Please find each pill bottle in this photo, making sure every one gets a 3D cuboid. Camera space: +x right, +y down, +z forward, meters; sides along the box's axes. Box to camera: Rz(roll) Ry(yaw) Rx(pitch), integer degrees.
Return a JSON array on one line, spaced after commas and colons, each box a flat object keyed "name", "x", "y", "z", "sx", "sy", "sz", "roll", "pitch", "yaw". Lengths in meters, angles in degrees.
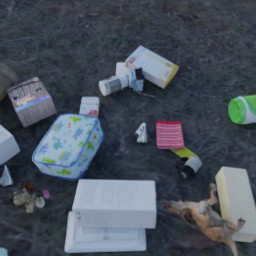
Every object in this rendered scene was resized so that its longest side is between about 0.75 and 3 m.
[{"name": "pill bottle", "x": -0.722, "y": -2.186, "z": 14.123, "sx": 1.343, "sy": 0.759, "sz": 0.759, "roll": -24, "pitch": 53, "yaw": -19}]

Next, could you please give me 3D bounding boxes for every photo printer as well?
[{"name": "photo printer", "x": 0.035, "y": -3.005, "z": 15.014, "sx": 1.344, "sy": 0.467, "sz": 1.118, "roll": 2, "pitch": 52, "yaw": 1}]

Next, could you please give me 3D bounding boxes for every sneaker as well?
[{"name": "sneaker", "x": -4.875, "y": 1.879, "z": 10.904, "sx": 0.534, "sy": 0.347, "sz": 0.925, "roll": -24, "pitch": 54, "yaw": -16}, {"name": "sneaker", "x": 0.540, "y": 0.139, "z": 12.333, "sx": 0.519, "sy": 0.435, "sz": 1.173, "roll": 0, "pitch": 49, "yaw": -3}]

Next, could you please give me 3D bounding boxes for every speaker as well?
[{"name": "speaker", "x": 6.200, "y": -0.946, "z": 12.731, "sx": 2.969, "sy": 1.313, "sz": 1.313, "roll": -9, "pitch": 50, "yaw": -8}]

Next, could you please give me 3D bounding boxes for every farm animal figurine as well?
[{"name": "farm animal figurine", "x": -3.446, "y": 2.584, "z": 10.063, "sx": 1.201, "sy": 0.604, "sz": 0.970, "roll": 19, "pitch": 45, "yaw": 26}]

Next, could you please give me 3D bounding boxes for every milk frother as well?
[{"name": "milk frother", "x": 2.330, "y": 1.398, "z": 10.843, "sx": 0.850, "sy": 0.942, "sz": 0.886, "roll": 36, "pitch": 62, "yaw": 18}]

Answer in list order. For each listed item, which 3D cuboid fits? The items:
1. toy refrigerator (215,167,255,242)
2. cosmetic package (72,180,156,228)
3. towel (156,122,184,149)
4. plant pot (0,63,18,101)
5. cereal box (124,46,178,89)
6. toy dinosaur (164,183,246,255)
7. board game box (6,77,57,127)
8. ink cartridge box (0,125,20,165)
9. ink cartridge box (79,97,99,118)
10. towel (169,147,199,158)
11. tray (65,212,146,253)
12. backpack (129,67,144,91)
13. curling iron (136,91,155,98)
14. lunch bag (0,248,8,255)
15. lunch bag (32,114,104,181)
[{"name": "toy refrigerator", "x": 3.813, "y": 2.668, "z": 9.911, "sx": 0.923, "sy": 0.850, "sz": 2.430, "roll": 7, "pitch": 50, "yaw": -3}, {"name": "cosmetic package", "x": -0.419, "y": 2.567, "z": 9.538, "sx": 2.666, "sy": 0.950, "sz": 1.352, "roll": 1, "pitch": 35, "yaw": 2}, {"name": "towel", "x": 1.816, "y": 0.292, "z": 12.260, "sx": 1.159, "sy": 0.180, "sz": 1.602, "roll": 2, "pitch": 43, "yaw": 2}, {"name": "plant pot", "x": -6.634, "y": -1.986, "z": 13.339, "sx": 2.104, "sy": 2.104, "sz": 1.825, "roll": 12, "pitch": 67, "yaw": 10}, {"name": "cereal box", "x": 1.245, "y": -3.244, "z": 14.826, "sx": 2.449, "sy": 0.484, "sz": 1.762, "roll": 31, "pitch": 51, "yaw": 9}, {"name": "toy dinosaur", "x": 2.584, "y": 3.079, "z": 9.140, "sx": 1.117, "sy": 1.764, "sz": 2.603, "roll": -20, "pitch": 60, "yaw": -39}, {"name": "board game box", "x": -4.483, "y": -1.243, "z": 12.950, "sx": 1.600, "sy": 0.972, "sz": 2.007, "roll": -27, "pitch": 47, "yaw": -17}, {"name": "ink cartridge box", "x": -6.187, "y": 0.543, "z": 11.515, "sx": 2.702, "sy": 1.139, "sz": 1.973, "roll": 32, "pitch": 56, "yaw": 25}, {"name": "ink cartridge box", "x": -1.820, "y": -0.908, "z": 13.218, "sx": 0.799, "sy": 0.459, "sz": 1.100, "roll": 1, "pitch": 49, "yaw": 1}, {"name": "towel", "x": 2.338, "y": 1.070, "z": 11.765, "sx": 0.527, "sy": 0.110, "sz": 1.224, "roll": -39, "pitch": 60, "yaw": -24}, {"name": "tray", "x": -0.765, "y": 3.450, "z": 9.575, "sx": 2.696, "sy": 0.299, "sz": 1.448, "roll": -1, "pitch": 50, "yaw": -1}, {"name": "backpack", "x": 0.411, "y": -2.377, "z": 14.121, "sx": 0.753, "sy": 1.025, "sz": 0.938, "roll": -5, "pitch": 48, "yaw": -4}, {"name": "curling iron", "x": 0.887, "y": -1.673, "z": 14.041, "sx": 1.012, "sy": 0.129, "sz": 0.251, "roll": 14, "pitch": 22, "yaw": 11}, {"name": "lunch bag", "x": -4.434, "y": 4.347, "z": 8.398, "sx": 1.496, "sy": 0.912, "sz": 1.274, "roll": 0, "pitch": 40, "yaw": -21}, {"name": "lunch bag", "x": -2.375, "y": 0.681, "z": 11.262, "sx": 2.198, "sy": 1.127, "sz": 2.734, "roll": 5, "pitch": 49, "yaw": 21}]
